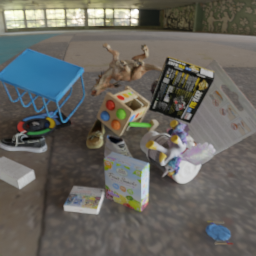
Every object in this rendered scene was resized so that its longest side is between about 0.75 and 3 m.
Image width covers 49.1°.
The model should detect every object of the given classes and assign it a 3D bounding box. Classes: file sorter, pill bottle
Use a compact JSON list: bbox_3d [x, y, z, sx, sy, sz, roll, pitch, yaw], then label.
[{"bbox_3d":[-3.187,-1.554,10.705,2.571,1.577,1.784,22,55,14],"label":"file sorter"},{"bbox_3d":[1.544,1.017,10.928,1.326,1.326,2.396,-16,31,-29],"label":"pill bottle"}]

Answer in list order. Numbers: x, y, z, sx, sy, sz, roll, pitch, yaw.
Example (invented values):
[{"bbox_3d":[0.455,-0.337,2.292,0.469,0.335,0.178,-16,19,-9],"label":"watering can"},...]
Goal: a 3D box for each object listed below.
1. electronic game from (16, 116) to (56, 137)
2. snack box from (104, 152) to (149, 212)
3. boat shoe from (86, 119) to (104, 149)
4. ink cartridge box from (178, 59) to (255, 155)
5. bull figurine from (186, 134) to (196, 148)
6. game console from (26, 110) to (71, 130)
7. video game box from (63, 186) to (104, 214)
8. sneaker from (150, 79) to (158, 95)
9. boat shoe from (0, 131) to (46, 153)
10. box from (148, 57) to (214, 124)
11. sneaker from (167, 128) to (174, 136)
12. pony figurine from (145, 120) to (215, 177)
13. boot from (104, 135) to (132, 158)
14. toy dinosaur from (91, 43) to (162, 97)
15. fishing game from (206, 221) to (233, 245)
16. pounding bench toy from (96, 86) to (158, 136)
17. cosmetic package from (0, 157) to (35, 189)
[{"bbox_3d":[-4.506,-0.092,13.790,1.884,0.392,1.884,3,32,-2],"label":"electronic game"},{"bbox_3d":[-0.059,1.750,9.109,1.393,1.652,0.559,14,30,27],"label":"snack box"},{"bbox_3d":[-1.538,0.283,13.157,0.766,0.655,2.090,0,27,0],"label":"boat shoe"},{"bbox_3d":[2.762,-0.540,8.898,0.693,2.933,2.348,-31,80,-29],"label":"ink cartridge box"},{"bbox_3d":[3.458,0.296,12.739,2.458,0.800,1.492,1,59,-14],"label":"bull figurine"},{"bbox_3d":[-4.274,-0.348,14.810,2.059,0.320,1.821,-18,32,-31],"label":"game console"},{"bbox_3d":[-1.439,2.399,9.374,1.134,0.265,1.033,4,24,8],"label":"video game box"},{"bbox_3d":[1.163,-1.575,11.450,0.580,0.626,1.553,-22,19,-1],"label":"sneaker"},{"bbox_3d":[-4.724,0.586,12.443,2.198,0.751,0.811,7,27,14],"label":"boat shoe"},{"bbox_3d":[1.350,-0.943,7.405,1.265,1.585,0.391,17,45,-1],"label":"box"},{"bbox_3d":[2.743,0.053,13.639,1.825,0.640,0.749,-11,32,-24],"label":"sneaker"},{"bbox_3d":[1.241,0.500,7.005,1.472,1.525,1.270,-41,50,-7],"label":"pony figurine"},{"bbox_3d":[-0.263,1.068,11.134,0.815,1.059,2.216,-20,33,-34],"label":"boot"},{"bbox_3d":[-0.092,-2.236,11.274,2.913,1.974,1.250,-4,57,-9],"label":"toy dinosaur"},{"bbox_3d":[2.616,3.073,8.170,0.714,0.155,0.998,0,19,0],"label":"fishing game"},{"bbox_3d":[0.059,-0.541,13.528,2.495,1.550,1.946,39,36,16],"label":"pounding bench toy"},{"bbox_3d":[-4.434,1.678,10.595,1.778,0.450,0.734,16,31,29],"label":"cosmetic package"}]
